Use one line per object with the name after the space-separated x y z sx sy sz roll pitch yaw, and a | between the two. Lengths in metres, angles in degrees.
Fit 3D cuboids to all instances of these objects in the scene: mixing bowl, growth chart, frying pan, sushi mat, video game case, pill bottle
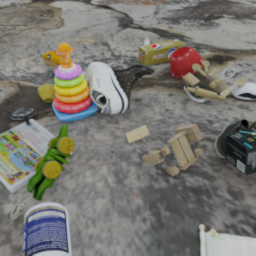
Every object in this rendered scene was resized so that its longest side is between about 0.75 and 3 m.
2.613 -3.206 13.170 1.652 0.894 1.652 -22 35 17 | mixing bowl
2.679 3.136 6.510 2.105 0.187 1.524 9 41 11 | growth chart
-4.032 -0.433 10.574 0.942 0.253 1.557 -9 24 -2 | frying pan
0.328 0.220 9.756 0.800 0.048 0.383 -24 78 5 | sushi mat
-3.486 0.785 9.304 2.447 0.280 2.227 32 49 31 | video game case
-1.815 2.752 6.283 1.059 1.059 1.908 -9 40 -11 | pill bottle

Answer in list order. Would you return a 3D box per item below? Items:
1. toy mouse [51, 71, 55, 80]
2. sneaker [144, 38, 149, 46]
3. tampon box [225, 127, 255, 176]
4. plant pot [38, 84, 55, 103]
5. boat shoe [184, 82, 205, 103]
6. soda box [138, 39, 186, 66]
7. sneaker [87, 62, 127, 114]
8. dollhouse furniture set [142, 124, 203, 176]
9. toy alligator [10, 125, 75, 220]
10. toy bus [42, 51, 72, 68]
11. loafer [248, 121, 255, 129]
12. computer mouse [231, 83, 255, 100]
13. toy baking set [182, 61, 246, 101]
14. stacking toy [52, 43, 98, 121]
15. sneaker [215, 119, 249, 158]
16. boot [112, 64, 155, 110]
-3.399 -2.523 13.404 0.828 0.160 0.736 -23 45 -26 | toy mouse
1.056 -4.877 16.123 0.326 0.344 0.853 2 40 0 | sneaker
3.715 0.611 8.112 1.392 0.879 1.043 -11 24 -11 | tampon box
-3.318 -1.376 11.586 0.767 0.767 0.545 -9 70 -10 | plant pot
2.828 -1.600 12.047 0.504 0.454 1.425 -14 41 -16 | boat shoe
1.737 -3.920 14.576 2.428 0.822 0.777 -16 42 -19 | soda box
-1.040 -1.589 10.724 1.057 1.003 2.626 -13 54 -31 | sneaker
1.468 0.784 8.991 1.977 1.025 0.875 -30 8 -31 | dollhouse furniture set
-2.272 1.288 8.020 0.988 0.716 2.980 -2 56 55 | toy alligator
-3.551 -3.388 14.060 1.673 0.655 0.545 26 45 28 | toy bus
4.253 0.445 9.401 0.618 0.685 1.810 35 61 1 | loafer
5.673 -1.543 11.926 2.385 0.523 1.308 6 41 7 | computer mouse
3.628 -1.996 11.791 2.559 0.298 1.964 21 64 10 | toy baking set
-2.189 -1.794 10.392 1.628 2.805 1.539 -17 41 -17 | stacking toy
3.431 0.289 9.264 0.573 0.814 1.533 39 53 -4 | sneaker
0.052 -1.568 11.190 2.038 0.705 1.774 0 77 27 | boot
